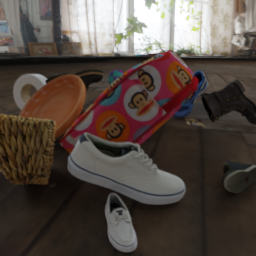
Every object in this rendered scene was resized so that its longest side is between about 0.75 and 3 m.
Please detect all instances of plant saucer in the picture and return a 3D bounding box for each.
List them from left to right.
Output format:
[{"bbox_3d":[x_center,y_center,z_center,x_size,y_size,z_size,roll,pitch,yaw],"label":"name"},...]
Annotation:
[{"bbox_3d":[-2.167,-0.499,8.048,2.405,0.450,2.405,-20,46,22],"label":"plant saucer"}]

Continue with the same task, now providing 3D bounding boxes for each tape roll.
[{"bbox_3d":[-3.601,-1.282,10.631,1.497,1.497,0.523,6,12,17],"label":"tape roll"}]

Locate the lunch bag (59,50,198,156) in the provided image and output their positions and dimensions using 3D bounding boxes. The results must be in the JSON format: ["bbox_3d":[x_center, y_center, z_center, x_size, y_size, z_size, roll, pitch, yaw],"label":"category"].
[{"bbox_3d":[0.114,-0.417,6.166,2.940,1.204,2.590,-39,3,21],"label":"lunch bag"}]

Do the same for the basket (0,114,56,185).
[{"bbox_3d":[-2.136,0.406,5.383,1.348,1.292,1.810,6,0,-13],"label":"basket"}]

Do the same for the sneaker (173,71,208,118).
[{"bbox_3d":[2.227,-1.273,10.412,0.768,0.855,2.078,26,68,27],"label":"sneaker"}]

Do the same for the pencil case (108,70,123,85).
[{"bbox_3d":[-0.159,-1.841,12.339,1.825,0.843,0.776,46,3,36],"label":"pencil case"}]

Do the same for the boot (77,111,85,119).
[{"bbox_3d":[-0.006,-0.358,8.860,2.872,0.994,2.500,-15,2,7],"label":"boot"}]

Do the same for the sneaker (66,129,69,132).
[{"bbox_3d":[-2.130,-0.038,8.582,0.620,0.395,1.073,8,18,34],"label":"sneaker"}]

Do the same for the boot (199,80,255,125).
[{"bbox_3d":[3.209,-0.587,8.967,1.531,1.758,0.609,-30,-3,-18],"label":"boot"}]

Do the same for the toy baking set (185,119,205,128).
[{"bbox_3d":[2.095,-0.167,8.835,0.781,0.091,0.599,6,16,-25],"label":"toy baking set"}]

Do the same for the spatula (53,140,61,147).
[{"bbox_3d":[-2.371,0.458,7.127,1.903,0.196,0.538,-6,27,-28],"label":"spatula"}]

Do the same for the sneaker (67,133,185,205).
[{"bbox_3d":[0.087,0.687,4.711,2.140,0.757,0.781,17,25,-16],"label":"sneaker"}]

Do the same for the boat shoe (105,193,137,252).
[{"bbox_3d":[-0.151,1.371,4.183,0.394,0.350,1.071,-6,22,-20],"label":"boat shoe"}]

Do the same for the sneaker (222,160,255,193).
[{"bbox_3d":[2.044,0.952,5.561,1.166,0.436,0.619,-5,11,-41],"label":"sneaker"}]

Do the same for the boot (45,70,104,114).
[{"bbox_3d":[-1.734,-1.203,10.315,2.307,1.596,0.893,-20,1,-35],"label":"boot"}]
